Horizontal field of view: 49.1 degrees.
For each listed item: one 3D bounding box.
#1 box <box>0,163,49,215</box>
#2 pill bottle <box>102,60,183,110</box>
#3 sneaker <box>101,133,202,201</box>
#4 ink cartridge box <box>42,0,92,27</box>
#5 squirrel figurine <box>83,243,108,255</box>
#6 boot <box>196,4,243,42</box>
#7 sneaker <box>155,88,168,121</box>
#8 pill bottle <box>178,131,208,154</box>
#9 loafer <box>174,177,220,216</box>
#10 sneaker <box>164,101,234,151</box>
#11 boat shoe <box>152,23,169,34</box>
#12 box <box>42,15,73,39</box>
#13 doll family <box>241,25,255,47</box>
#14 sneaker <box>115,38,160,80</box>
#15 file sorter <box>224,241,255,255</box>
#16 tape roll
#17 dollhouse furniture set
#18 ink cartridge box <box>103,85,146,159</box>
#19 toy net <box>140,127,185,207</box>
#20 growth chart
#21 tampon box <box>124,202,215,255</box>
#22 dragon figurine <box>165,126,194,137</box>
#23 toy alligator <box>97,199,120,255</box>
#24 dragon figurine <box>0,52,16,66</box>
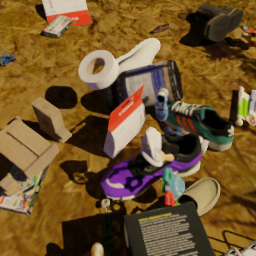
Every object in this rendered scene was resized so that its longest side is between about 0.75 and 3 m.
[{"bbox_3d":[-2.644,1.300,7.143,0.892,0.281,1.620,9,60,7],"label":"box"},{"bbox_3d":[0.428,-1.226,8.598,2.277,1.273,1.273,-10,46,19],"label":"pill bottle"},{"bbox_3d":[0.620,0.783,7.017,2.831,1.408,0.984,-19,52,-17],"label":"sneaker"},{"bbox_3d":[-2.921,-5.633,13.205,1.985,0.697,2.443,-15,47,-11],"label":"ink cartridge box"},{"bbox_3d":[-1.070,3.089,4.517,2.615,1.851,2.441,25,41,-12],"label":"squirrel figurine"},{"bbox_3d":[3.464,-4.648,12.165,1.934,1.083,2.796,31,42,29],"label":"boot"},{"bbox_3d":[0.896,-0.594,7.666,0.344,0.930,0.383,4,25,18],"label":"sneaker"},{"bbox_3d":[1.830,0.411,7.997,0.838,0.459,0.459,21,52,18],"label":"pill bottle"},{"bbox_3d":[1.577,1.771,6.687,1.808,0.617,0.684,-34,60,-24],"label":"loafer"},{"bbox_3d":[1.969,-0.357,8.268,2.519,1.006,0.899,30,56,28],"label":"sneaker"},{"bbox_3d":[1.417,-4.369,12.280,0.855,0.301,0.301,-25,55,-18],"label":"boat shoe"},{"bbox_3d":[-3.083,-4.464,12.340,0.743,0.234,1.350,18,53,11],"label":"box"},{"bbox_3d":[5.315,-3.632,11.511,1.553,0.700,0.964,0,39,-24],"label":"doll family"},{"bbox_3d":[0.469,-2.377,10.249,0.980,0.930,2.434,38,66,20],"label":"sneaker"},{"bbox_3d":[2.560,2.910,5.299,2.003,1.247,1.390,-11,50,-10],"label":"file sorter"},{"bbox_3d":[-0.851,-1.673,8.052,1.125,0.393,1.125,-9,64,19],"label":"tape roll"},{"bbox_3d":[-2.707,0.769,7.273,1.467,1.253,2.830,33,61,18],"label":"dollhouse furniture set"},{"bbox_3d":[-0.002,-0.134,7.571,0.507,1.778,1.445,39,57,10],"label":"ink cartridge box"},{"bbox_3d":[0.669,0.955,5.908,0.414,2.144,1.125,-10,36,31],"label":"toy net"},{"bbox_3d":[4.938,-0.618,9.047,2.950,0.262,2.135,9,48,7],"label":"growth chart"},{"bbox_3d":[0.790,2.807,5.092,1.399,1.660,2.216,-9,49,-9],"label":"tampon box"},{"bbox_3d":[1.413,0.140,7.718,0.825,0.410,0.243,7,70,13],"label":"dragon figurine"},{"bbox_3d":[-0.421,2.295,6.432,0.475,0.344,1.433,-18,40,12],"label":"toy alligator"},{"bbox_3d":[-4.609,-2.630,10.483,0.301,1.022,0.508,40,97,9],"label":"dragon figurine"}]
